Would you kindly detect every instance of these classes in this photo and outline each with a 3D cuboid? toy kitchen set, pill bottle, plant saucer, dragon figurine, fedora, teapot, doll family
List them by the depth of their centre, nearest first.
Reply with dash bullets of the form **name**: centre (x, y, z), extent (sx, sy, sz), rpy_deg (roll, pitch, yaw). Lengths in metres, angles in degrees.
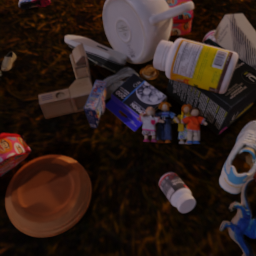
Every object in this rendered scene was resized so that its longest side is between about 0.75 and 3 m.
- **dragon figurine**: centre (3.087, 2.448, 7.214), extent (1.067, 0.631, 2.145), rpy_deg (26, 80, 16)
- **pill bottle**: centre (1.350, 1.781, 7.716), extent (0.628, 0.628, 1.085), rpy_deg (-20, 35, -13)
- **plant saucer**: centre (-2.304, 1.812, 8.033), extent (2.464, 0.461, 2.464), rpy_deg (0, 56, 1)
- **pill bottle**: centre (1.914, -1.853, 8.155), extent (2.223, 1.214, 1.214), rpy_deg (20, 58, 16)
- **doll family**: centre (1.398, -0.169, 8.923), extent (2.139, 0.964, 1.328), rpy_deg (2, 85, 13)
- **toy kitchen set**: centre (-2.266, -1.807, 9.743), extent (1.882, 1.702, 2.087), rpy_deg (-14, 56, -9)
- **teapot**: centre (0.644, -4.027, 10.604), extent (2.187, 2.955, 2.994), rpy_deg (-33, 68, -26)
- **fedora**: centre (0.822, -2.199, 10.856), extent (0.763, 0.311, 0.763), rpy_deg (0, 56, 1)
- **pill bottle**: centre (3.661, -3.104, 11.144), extent (0.848, 0.848, 1.497), rpy_deg (-15, 57, -10)

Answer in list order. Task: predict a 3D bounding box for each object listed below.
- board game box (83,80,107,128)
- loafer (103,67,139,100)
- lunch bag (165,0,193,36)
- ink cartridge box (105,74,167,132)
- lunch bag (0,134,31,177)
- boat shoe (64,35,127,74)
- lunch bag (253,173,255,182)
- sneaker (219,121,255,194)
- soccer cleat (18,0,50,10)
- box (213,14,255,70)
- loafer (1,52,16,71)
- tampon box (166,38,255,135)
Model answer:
- **board game box**: centre (-0.993, -0.824, 9.197), extent (0.404, 1.311, 1.310), rpy_deg (10, 65, 8)
- **loafer**: centre (-0.398, -1.565, 10.201), extent (0.680, 0.682, 1.950), rpy_deg (32, 61, 30)
- **lunch bag**: centre (1.613, -5.286, 12.530), extent (2.372, 1.103, 2.693), rpy_deg (0, 58, 5)
- **ink cartridge box**: centre (0.208, -0.905, 9.521), extent (1.569, 0.344, 1.584), rpy_deg (40, 78, 25)
- **lunch bag**: centre (-3.768, 1.013, 7.744), extent (2.094, 1.844, 0.858), rpy_deg (-36, 87, 1)
- **boat shoe**: centre (-1.339, -2.802, 10.802), extent (2.572, 0.819, 0.909), rpy_deg (25, 32, 7)
- **lunch bag**: centre (4.385, 1.602, 8.154), extent (1.033, 0.481, 1.173), rpy_deg (-17, 57, -12)
- **sneaker**: centre (3.652, 0.718, 8.402), extent (1.012, 1.069, 2.646), rpy_deg (26, 59, 18)
- **soccer cleat**: centre (-4.491, -6.054, 13.359), extent (1.483, 0.518, 0.640), rpy_deg (-13, 57, -8)
- **box**: centre (4.123, -2.795, 9.940), extent (0.863, 1.037, 2.525), rpy_deg (-13, 64, -22)
- **loafer**: centre (-4.801, -2.666, 11.157), extent (0.372, 0.335, 0.982), rpy_deg (7, 56, 5)
- **tampon box**: centre (2.892, -1.419, 9.537), extent (1.885, 1.588, 2.515), rpy_deg (-34, 62, -21)
